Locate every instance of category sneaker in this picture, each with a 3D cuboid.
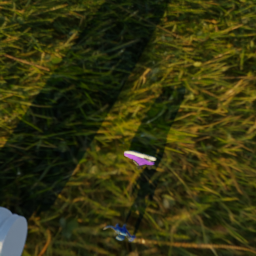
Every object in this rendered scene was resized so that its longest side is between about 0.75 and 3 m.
[{"bbox_3d":[0.364,1.204,10.108,1.171,0.407,0.583,14,92,19],"label":"sneaker"}]

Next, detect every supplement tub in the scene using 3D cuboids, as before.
[{"bbox_3d":[-4.682,3.256,8.349,2.706,1.967,1.967,9,67,4],"label":"supplement tub"}]

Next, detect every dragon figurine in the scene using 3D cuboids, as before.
[{"bbox_3d":[-0.233,3.384,9.001,1.063,0.313,0.528,21,27,-32],"label":"dragon figurine"}]
